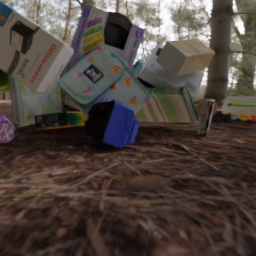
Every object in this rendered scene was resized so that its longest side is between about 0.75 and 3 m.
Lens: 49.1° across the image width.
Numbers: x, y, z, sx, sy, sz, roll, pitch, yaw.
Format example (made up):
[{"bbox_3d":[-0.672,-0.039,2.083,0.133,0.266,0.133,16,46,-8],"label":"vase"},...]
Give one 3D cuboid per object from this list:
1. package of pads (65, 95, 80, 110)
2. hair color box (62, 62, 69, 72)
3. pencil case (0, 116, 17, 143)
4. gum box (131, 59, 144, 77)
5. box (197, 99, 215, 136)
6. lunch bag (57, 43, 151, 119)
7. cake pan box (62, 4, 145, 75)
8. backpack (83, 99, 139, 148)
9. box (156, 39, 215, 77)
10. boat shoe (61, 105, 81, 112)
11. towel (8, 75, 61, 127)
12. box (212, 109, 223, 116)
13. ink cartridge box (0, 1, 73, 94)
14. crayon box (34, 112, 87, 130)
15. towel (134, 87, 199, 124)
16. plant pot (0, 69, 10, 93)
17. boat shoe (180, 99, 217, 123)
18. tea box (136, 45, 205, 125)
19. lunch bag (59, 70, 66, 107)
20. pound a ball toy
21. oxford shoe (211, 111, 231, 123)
[{"bbox_3d":[-1.020,-0.922,11.512,1.992,0.879,2.579,13,-2,31],"label":"package of pads"},{"bbox_3d":[-2.513,-2.039,8.262,0.545,0.945,1.705,25,18,-51],"label":"hair color box"},{"bbox_3d":[-3.593,0.011,7.938,0.637,0.649,1.519,-1,6,-29],"label":"pencil case"},{"bbox_3d":[0.608,-2.234,12.807,0.307,1.380,1.173,-24,-17,-45],"label":"gum box"},{"bbox_3d":[2.538,-0.383,9.045,0.306,1.050,1.534,12,11,17],"label":"box"},{"bbox_3d":[-0.703,-1.079,8.038,1.823,2.140,1.305,-43,24,-9],"label":"lunch bag"},{"bbox_3d":[-0.692,-2.374,8.627,2.115,2.296,0.601,7,20,-44],"label":"cake pan box"},{"bbox_3d":[-0.466,-0.032,6.968,1.096,1.062,1.307,29,-11,-34],"label":"backpack"},{"bbox_3d":[1.884,-2.302,9.057,0.909,0.744,1.914,45,40,20],"label":"box"},{"bbox_3d":[-2.607,-0.772,13.038,1.003,0.837,2.688,-9,8,-16],"label":"boat shoe"},{"bbox_3d":[-3.140,-1.225,9.695,0.518,2.150,1.841,17,24,35],"label":"towel"},{"bbox_3d":[5.612,-0.810,15.248,1.283,0.367,1.876,-7,10,-41],"label":"box"},{"bbox_3d":[-2.617,-1.976,7.097,1.948,1.413,0.815,34,7,2],"label":"ink cartridge box"},{"bbox_3d":[-2.166,-0.269,9.798,1.226,0.491,1.931,-6,1,18],"label":"crayon box"},{"bbox_3d":[1.122,-0.694,9.832,2.406,0.369,1.795,0,-37,30],"label":"towel"},{"bbox_3d":[-4.542,-1.933,9.376,1.250,1.360,1.360,13,12,26],"label":"plant pot"},{"bbox_3d":[2.922,-0.632,12.696,2.380,0.843,0.825,-14,-18,-24],"label":"boat shoe"},{"bbox_3d":[1.287,-1.507,10.323,2.066,1.381,2.033,29,-33,-5],"label":"tea box"},{"bbox_3d":[-2.969,-1.942,11.684,2.409,1.417,1.976,-30,-25,8],"label":"lunch bag"},{"bbox_3d":[5.847,-0.704,13.135,1.562,1.018,2.396,25,-8,-32],"label":"pound a ball toy"},{"bbox_3d":[3.963,-0.514,12.515,1.223,0.516,0.444,0,9,15],"label":"oxford shoe"}]
